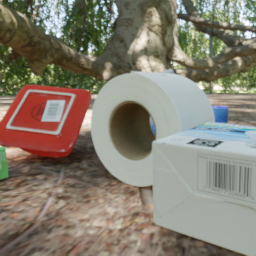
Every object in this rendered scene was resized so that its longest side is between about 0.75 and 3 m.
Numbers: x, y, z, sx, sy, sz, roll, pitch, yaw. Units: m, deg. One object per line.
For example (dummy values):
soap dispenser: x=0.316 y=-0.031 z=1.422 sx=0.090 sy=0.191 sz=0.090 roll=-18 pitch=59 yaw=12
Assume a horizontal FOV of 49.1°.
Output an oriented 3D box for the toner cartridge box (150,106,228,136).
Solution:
toner cartridge box: x=2.281 y=-0.142 z=10.837 sx=2.923 sy=1.389 sz=0.631 roll=1 pitch=10 yaw=12

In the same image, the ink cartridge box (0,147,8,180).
ink cartridge box: x=-3.965 y=0.914 z=6.331 sx=1.374 sy=0.791 sz=1.883 roll=6 pitch=11 yaw=32

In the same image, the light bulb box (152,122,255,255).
light bulb box: x=1.988 y=0.833 z=4.732 sx=2.338 sy=1.472 sz=2.359 roll=6 pitch=13 yaw=37

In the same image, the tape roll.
tape roll: x=0.575 y=-0.035 z=6.779 sx=2.537 sy=2.537 sz=1.742 roll=8 pitch=11 yaw=38

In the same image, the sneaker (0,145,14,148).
sneaker: x=-3.811 y=0.394 z=10.355 sx=1.856 sy=0.667 sz=0.673 roll=-17 pitch=-25 yaw=-34

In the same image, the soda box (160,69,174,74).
soda box: x=1.467 y=-0.657 z=9.717 sx=0.881 sy=2.581 sz=0.819 roll=-16 pitch=15 yaw=10

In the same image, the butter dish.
butter dish: x=-2.493 y=0.039 z=8.961 sx=2.491 sy=1.846 sz=2.497 roll=6 pitch=51 yaw=9
